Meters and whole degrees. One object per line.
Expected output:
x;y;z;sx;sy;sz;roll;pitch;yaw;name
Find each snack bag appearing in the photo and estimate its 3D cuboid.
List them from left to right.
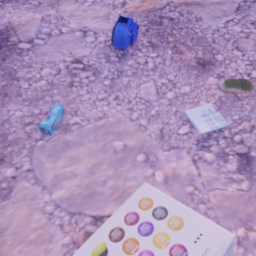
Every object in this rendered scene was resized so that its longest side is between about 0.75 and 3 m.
3.319;-0.430;11.982;1.376;0.156;1.459;-16;52;-12;snack bag

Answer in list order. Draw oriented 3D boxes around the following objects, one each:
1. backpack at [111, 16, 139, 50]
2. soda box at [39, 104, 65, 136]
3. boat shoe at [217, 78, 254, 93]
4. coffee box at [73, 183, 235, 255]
-0.184;-5.064;15.044;1.366;1.323;1.628;14;51;8;backpack
-3.166;-0.366;11.740;0.474;0.449;1.399;14;51;11;soda box
4.927;-1.928;12.859;1.726;0.590;0.645;5;80;-19;boat shoe
0.703;3.529;6.793;2.605;2.634;2.630;25;53;39;coffee box
